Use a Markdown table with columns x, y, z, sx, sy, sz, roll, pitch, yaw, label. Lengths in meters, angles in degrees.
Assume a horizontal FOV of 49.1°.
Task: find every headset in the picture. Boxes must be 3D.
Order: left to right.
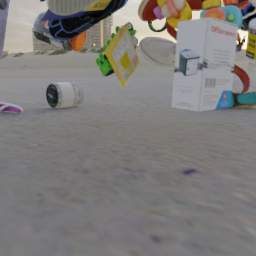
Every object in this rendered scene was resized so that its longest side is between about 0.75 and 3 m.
| x | y | z | sx | sy | sz | roll | pitch | yaw | label |
| --- | --- | --- | --- | --- | --- | --- | --- | --- | --- |
| 1.232 | -4.564 | 11.042 | 0.934 | 1.512 | 0.711 | 7 | 19 | 40 | headset |

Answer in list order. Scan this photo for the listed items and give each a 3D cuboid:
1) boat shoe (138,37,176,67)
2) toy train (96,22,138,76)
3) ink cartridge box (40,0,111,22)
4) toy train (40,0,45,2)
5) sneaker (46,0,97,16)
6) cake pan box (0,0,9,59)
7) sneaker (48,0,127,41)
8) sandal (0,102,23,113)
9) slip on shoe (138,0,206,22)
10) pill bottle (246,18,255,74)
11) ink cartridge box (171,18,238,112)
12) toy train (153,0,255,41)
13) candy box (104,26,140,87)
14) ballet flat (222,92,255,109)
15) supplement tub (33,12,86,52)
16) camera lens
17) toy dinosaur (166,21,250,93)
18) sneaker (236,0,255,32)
| x | y | z | sx | sy | sz | roll | pitch | yaw | label |
| --- | --- | --- | --- | --- | --- | --- | --- | --- | --- |
| 1.528 | -2.171 | 8.234 | 2.447 | 0.867 | 0.854 | 21 | -15 | -7 | boat shoe |
| -0.413 | -2.532 | 9.452 | 0.606 | 0.819 | 2.905 | -28 | 1 | -24 | toy train |
| -0.855 | -3.301 | 6.723 | 2.147 | 0.505 | 2.122 | -43 | 4 | 31 | ink cartridge box |
| -2.464 | -4.141 | 8.495 | 0.916 | 0.210 | 0.156 | -23 | 0 | 44 | toy train |
| -0.383 | -2.966 | 4.512 | 2.441 | 1.392 | 0.885 | -14 | -17 | 18 | sneaker |
| -3.632 | -2.566 | 6.198 | 0.578 | 2.037 | 2.212 | 19 | 20 | 14 | cake pan box |
| -1.448 | -3.612 | 8.780 | 2.986 | 1.047 | 1.163 | -23 | 16 | 22 | sneaker |
| -4.990 | -0.777 | 11.475 | 1.340 | 0.545 | 0.329 | 4 | 54 | 15 | sandal |
| 1.565 | -3.313 | 6.915 | 2.959 | 0.905 | 1.096 | -16 | -8 | 27 | slip on shoe |
| 2.507 | -1.529 | 5.261 | 0.527 | 0.947 | 0.527 | -7 | 36 | 5 | pill bottle |
| 1.284 | -1.012 | 4.652 | 1.008 | 1.377 | 0.591 | -9 | 15 | -43 | ink cartridge box |
| 1.390 | -2.685 | 5.352 | 2.403 | 1.805 | 0.668 | 39 | 24 | 15 | toy train |
| -0.109 | -1.862 | 7.566 | 0.222 | 0.859 | 1.681 | 25 | -13 | 21 | candy box |
| 4.816 | -1.214 | 12.900 | 2.540 | 0.895 | 0.829 | 4 | -13 | 4 | ballet flat |
| -2.607 | -3.658 | 10.792 | 1.780 | 1.091 | 1.091 | 23 | 16 | 8 | supplement tub |
| -2.955 | -1.522 | 12.976 | 1.163 | 1.163 | 1.454 | 12 | 16 | 44 | camera lens |
| 1.868 | -2.040 | 6.627 | 1.983 | 1.147 | 2.185 | 5 | 45 | -28 | toy dinosaur |
| 3.621 | -3.309 | 8.138 | 0.972 | 1.012 | 2.581 | -31 | 45 | 16 | sneaker |
